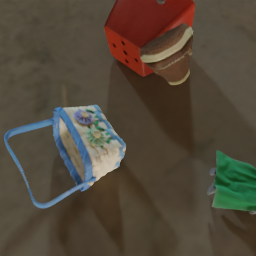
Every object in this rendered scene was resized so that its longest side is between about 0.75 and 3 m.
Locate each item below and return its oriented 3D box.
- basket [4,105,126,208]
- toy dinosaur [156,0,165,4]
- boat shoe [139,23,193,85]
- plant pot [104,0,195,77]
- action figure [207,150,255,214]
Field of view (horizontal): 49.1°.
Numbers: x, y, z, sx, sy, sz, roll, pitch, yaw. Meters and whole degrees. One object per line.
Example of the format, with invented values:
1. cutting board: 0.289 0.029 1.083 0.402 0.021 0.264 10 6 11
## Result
1. basket: -1.579 0.557 7.248 2.585 1.798 2.280 -26 64 -24
2. toy dinosaur: 1.262 -4.040 6.769 1.094 2.141 1.453 3 40 -7
3. boat shoe: 0.921 -1.386 5.567 1.021 2.765 1.023 -27 104 17
4. plant pot: 0.541 -3.089 9.122 2.276 2.274 2.006 37 77 18
5. action figure: 3.474 1.711 7.265 2.708 0.740 1.599 17 62 1
